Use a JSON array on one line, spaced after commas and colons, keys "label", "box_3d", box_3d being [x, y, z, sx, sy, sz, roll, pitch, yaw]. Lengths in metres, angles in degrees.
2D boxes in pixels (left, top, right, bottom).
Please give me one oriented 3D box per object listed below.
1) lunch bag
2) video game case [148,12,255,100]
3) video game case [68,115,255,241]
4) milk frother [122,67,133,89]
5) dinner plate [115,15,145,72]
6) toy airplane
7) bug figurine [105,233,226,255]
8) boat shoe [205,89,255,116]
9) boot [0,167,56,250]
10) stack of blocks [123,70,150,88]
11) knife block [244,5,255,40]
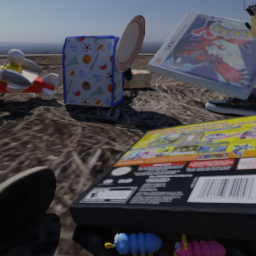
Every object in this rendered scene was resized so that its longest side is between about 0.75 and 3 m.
[{"label": "lunch bag", "box_3d": [-1.321, -2.249, 10.900, 2.189, 2.575, 1.595, 3, 19, 13]}, {"label": "video game case", "box_3d": [2.209, -2.023, 7.247, 2.617, 0.301, 2.385, 23, 65, 27]}, {"label": "video game case", "box_3d": [1.035, 0.537, 4.173, 2.956, 0.377, 2.672, -9, 19, 33]}, {"label": "milk frother", "box_3d": [-1.221, -2.561, 13.288, 2.321, 2.227, 2.467, 9, -7, 22]}, {"label": "dinner plate", "box_3d": [0.040, -3.073, 10.209, 0.256, 2.113, 2.113, 29, 26, 15]}, {"label": "toy airplane", "box_3d": [-4.263, -2.121, 11.337, 2.898, 2.045, 2.885, 19, 28, 36]}, {"label": "bug figurine", "box_3d": [0.460, 1.537, 2.756, 1.352, 0.449, 1.743, -1, 18, -5]}, {"label": "boat shoe", "box_3d": [3.696, -0.971, 9.724, 1.934, 0.878, 0.684, 11, 21, 29]}, {"label": "boot", "box_3d": [-2.304, 1.059, 3.615, 1.819, 0.884, 2.416, 9, 26, 24]}, {"label": "stack of blocks", "box_3d": [-0.218, -2.607, 14.928, 2.535, 0.743, 1.460, -4, 18, -11]}, {"label": "knife block", "box_3d": [2.465, -1.780, 5.093, 0.339, 1.059, 0.930, -13, -2, 6]}]
